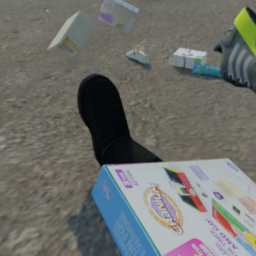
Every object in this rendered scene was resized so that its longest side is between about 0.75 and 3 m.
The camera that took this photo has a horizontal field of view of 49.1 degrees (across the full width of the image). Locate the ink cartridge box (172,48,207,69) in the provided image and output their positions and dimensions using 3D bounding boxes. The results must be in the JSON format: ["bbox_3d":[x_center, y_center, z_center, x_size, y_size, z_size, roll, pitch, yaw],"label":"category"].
[{"bbox_3d":[2.845,-3.204,13.027,1.338,0.562,0.973,16,39,22],"label":"ink cartridge box"}]

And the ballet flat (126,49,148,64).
[{"bbox_3d":[0.470,-3.548,13.591,0.536,0.536,1.495,-25,42,-31],"label":"ballet flat"}]

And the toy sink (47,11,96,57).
[{"bbox_3d":[-1.662,-2.662,8.381,0.843,0.725,1.293,-4,54,51],"label":"toy sink"}]

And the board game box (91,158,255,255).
[{"bbox_3d":[0.869,1.010,2.930,2.082,0.420,1.593,3,34,-36],"label":"board game box"}]

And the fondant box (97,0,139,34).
[{"bbox_3d":[-0.325,-3.640,8.965,1.115,0.805,0.325,24,48,-10],"label":"fondant box"}]

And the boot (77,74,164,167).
[{"bbox_3d":[-0.077,0.393,6.198,1.042,2.817,2.308,-23,36,-23],"label":"boot"}]

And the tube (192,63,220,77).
[{"bbox_3d":[3.449,-2.524,12.268,1.202,0.303,0.466,16,83,19],"label":"tube"}]

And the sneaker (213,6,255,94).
[{"bbox_3d":[2.292,-0.966,4.988,0.970,1.063,2.625,19,47,-26],"label":"sneaker"}]
